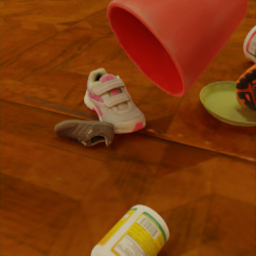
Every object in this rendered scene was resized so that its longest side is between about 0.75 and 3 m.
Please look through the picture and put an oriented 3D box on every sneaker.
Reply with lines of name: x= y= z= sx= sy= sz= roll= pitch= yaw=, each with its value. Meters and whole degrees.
sneaker: x=-1.217 y=0.180 z=7.475 sx=1.683 sy=0.593 sz=0.636 roll=-3 pitch=58 yaw=11
sneaker: x=-0.519 y=-0.853 z=8.256 sx=1.139 sy=1.235 sz=2.799 roll=-24 pitch=44 yaw=-27
sneaker: x=2.305 y=-0.976 z=3.383 sx=0.825 sy=2.191 sz=0.859 roll=49 pitch=59 yaw=-7

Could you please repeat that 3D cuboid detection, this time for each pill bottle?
pill bottle: x=5.778 y=-2.683 z=10.285 sx=1.638 sy=1.638 sz=2.959 roll=-10 pitch=39 yaw=-12
pill bottle: x=-0.063 y=2.124 z=4.729 sx=0.871 sy=0.871 sz=1.544 roll=26 pitch=45 yaw=29

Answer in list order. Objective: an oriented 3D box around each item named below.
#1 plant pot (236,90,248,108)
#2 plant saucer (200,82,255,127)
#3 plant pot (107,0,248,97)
plant pot: x=3.938 y=-1.025 z=8.365 sx=1.251 sy=1.251 sz=1.146 roll=-22 pitch=13 yaw=-26
plant saucer: x=3.451 y=-0.737 z=8.825 sx=2.393 sy=0.372 sz=2.393 roll=0 pitch=37 yaw=0
plant pot: x=1.289 y=-2.593 z=6.883 sx=2.488 sy=2.812 sz=2.812 roll=-43 pitch=49 yaw=-6
